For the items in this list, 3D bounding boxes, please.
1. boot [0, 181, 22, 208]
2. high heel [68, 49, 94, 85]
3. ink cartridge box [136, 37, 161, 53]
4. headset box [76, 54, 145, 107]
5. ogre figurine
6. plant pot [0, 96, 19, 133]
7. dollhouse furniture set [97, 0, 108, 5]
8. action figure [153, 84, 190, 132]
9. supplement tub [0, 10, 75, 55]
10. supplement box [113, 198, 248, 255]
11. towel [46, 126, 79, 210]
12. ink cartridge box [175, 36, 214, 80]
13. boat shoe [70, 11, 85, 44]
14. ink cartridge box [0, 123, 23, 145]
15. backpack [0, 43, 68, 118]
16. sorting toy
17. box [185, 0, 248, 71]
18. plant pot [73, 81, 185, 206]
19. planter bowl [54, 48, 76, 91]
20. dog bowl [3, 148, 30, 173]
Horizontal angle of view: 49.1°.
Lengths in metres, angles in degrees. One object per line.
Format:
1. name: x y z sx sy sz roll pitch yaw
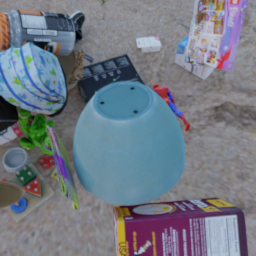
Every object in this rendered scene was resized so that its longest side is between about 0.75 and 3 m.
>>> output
1. boot: -2.823 1.162 5.358 1.373 1.066 0.526 0 95 -31
2. high heel: -1.696 -1.889 8.683 1.196 0.853 0.427 -47 62 13
3. ink cartridge box: 0.829 -3.450 11.632 0.960 0.324 0.559 -6 60 -5
4. headset box: -0.513 -1.176 9.824 2.054 1.094 2.359 -21 62 -13
5. ogre figurine: -2.917 0.039 8.844 2.455 1.472 1.204 22 60 15
6. plant pot: -4.407 -0.786 6.882 2.460 2.773 2.767 -14 90 2
7. dollhouse furniture set: -0.854 -4.105 7.935 1.013 0.508 0.664 41 59 -10
8. action figure: 1.382 -0.773 9.917 0.749 0.591 2.288 -13 55 -14
9. supplement tub: -2.586 -2.646 7.859 1.932 1.184 1.184 -7 57 -30
10. supplement box: 0.942 2.107 5.629 2.400 1.325 1.028 -3 87 -6
11. towel: -1.260 0.783 5.438 0.171 1.077 1.500 -18 64 -8
12. ink cartridge box: 2.594 -2.672 10.745 1.434 1.041 0.600 37 66 20
13. boat shoe: -2.285 -3.788 11.509 0.793 0.894 2.393 24 64 13
14. ink cartridge box: -4.199 0.083 9.470 1.005 0.430 0.742 -28 64 -18
15. backpack: -2.500 -1.296 7.340 1.704 2.217 1.808 -17 79 29
16. sorting toy: -3.086 1.801 8.428 2.736 0.463 1.319 -37 66 -20
17. box: 2.741 -3.082 8.881 1.554 2.272 0.444 24 26 38
18. plant pot: -0.032 0.055 5.279 2.284 1.538 2.284 -3 46 3
19. planter bowl: -2.741 -2.260 10.300 1.162 1.726 1.726 17 56 43
20. dog bowl: -3.609 1.015 9.020 0.863 0.253 0.863 0 60 -1
